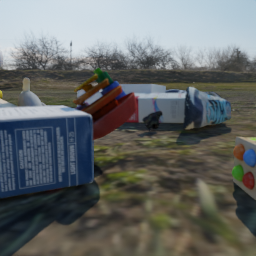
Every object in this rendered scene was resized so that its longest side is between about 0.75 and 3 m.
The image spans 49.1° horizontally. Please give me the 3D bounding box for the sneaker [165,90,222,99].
[{"bbox_3d":[2.441,-1.047,11.250,2.726,0.955,1.479,2,7,-5],"label":"sneaker"}]

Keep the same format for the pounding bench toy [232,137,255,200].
[{"bbox_3d":[1.603,0.400,3.361,0.735,0.586,0.943,-1,9,-2],"label":"pounding bench toy"}]

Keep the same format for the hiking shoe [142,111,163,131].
[{"bbox_3d":[0.674,-0.181,7.338,0.304,0.403,0.801,-16,8,43],"label":"hiking shoe"}]

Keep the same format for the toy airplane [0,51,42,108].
[{"bbox_3d":[-3.023,-0.711,5.352,2.934,2.079,2.947,22,-6,4],"label":"toy airplane"}]

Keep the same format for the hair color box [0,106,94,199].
[{"bbox_3d":[-1.993,0.263,3.261,2.882,0.872,1.441,-4,10,-25],"label":"hair color box"}]

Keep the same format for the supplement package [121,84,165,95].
[{"bbox_3d":[0.390,-1.130,11.042,1.872,1.135,1.121,6,7,34],"label":"supplement package"}]

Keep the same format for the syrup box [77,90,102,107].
[{"bbox_3d":[-1.215,-1.014,10.998,0.917,0.948,2.328,4,8,7],"label":"syrup box"}]

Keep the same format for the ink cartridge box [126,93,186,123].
[{"bbox_3d":[0.955,-0.677,9.181,1.925,0.797,1.403,2,13,12],"label":"ink cartridge box"}]

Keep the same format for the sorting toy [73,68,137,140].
[{"bbox_3d":[-0.633,-0.402,4.820,1.309,0.894,2.178,-40,12,-28],"label":"sorting toy"}]

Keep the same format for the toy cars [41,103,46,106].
[{"bbox_3d":[-3.079,-0.444,7.657,2.723,0.603,1.221,-3,7,25],"label":"toy cars"}]

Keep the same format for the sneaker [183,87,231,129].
[{"bbox_3d":[2.286,-0.577,7.915,1.239,1.114,2.871,6,11,19],"label":"sneaker"}]
